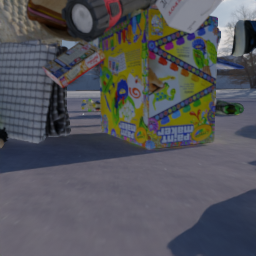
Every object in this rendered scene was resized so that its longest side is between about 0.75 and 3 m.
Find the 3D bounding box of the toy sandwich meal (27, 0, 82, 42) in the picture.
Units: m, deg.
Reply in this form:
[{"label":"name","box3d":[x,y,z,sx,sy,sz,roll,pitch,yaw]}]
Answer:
[{"label":"toy sandwich meal","box3d":[-1.598,-3.238,7.563,2.132,2.132,0.730,-2,-27,-15]}]

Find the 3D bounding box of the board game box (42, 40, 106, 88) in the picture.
[{"label":"board game box","box3d":[-1.059,-1.264,5.420,1.017,0.236,0.771,-38,44,-14]}]

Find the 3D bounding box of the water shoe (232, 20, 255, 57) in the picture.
[{"label":"water shoe","box3d":[3.735,-2.759,8.251,1.020,0.924,2.584,11,33,24]}]

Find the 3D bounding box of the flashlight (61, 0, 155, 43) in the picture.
[{"label":"flashlight","box3d":[-0.275,-2.902,6.579,2.873,0.973,0.976,-48,1,-44]}]

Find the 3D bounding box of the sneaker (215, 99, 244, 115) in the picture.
[{"label":"sneaker","box3d":[4.656,-1.025,13.826,1.873,0.731,0.798,5,10,32]}]

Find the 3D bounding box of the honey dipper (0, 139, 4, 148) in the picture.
[{"label":"honey dipper","box3d":[-3.127,0.373,5.074,0.344,0.344,1.811,5,5,34]}]

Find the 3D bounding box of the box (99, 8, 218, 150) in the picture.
[{"label":"box","box3d":[0.527,-1.088,6.803,1.697,2.679,2.781,-4,9,-25]}]

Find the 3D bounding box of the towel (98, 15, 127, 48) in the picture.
[{"label":"towel","box3d":[-0.519,-3.131,10.040,1.249,2.238,0.543,-1,4,37]}]

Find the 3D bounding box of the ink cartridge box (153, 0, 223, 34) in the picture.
[{"label":"ink cartridge box","box3d":[0.708,-1.983,3.645,0.498,1.181,0.854,-1,-33,-38]}]

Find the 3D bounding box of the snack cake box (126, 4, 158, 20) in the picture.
[{"label":"snack cake box","box3d":[0.532,-3.636,10.137,0.998,1.708,2.971,-14,21,-40]}]

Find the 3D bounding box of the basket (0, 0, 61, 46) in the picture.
[{"label":"basket","box3d":[-3.299,-3.015,9.039,1.514,2.234,1.378,-24,-20,-34]}]

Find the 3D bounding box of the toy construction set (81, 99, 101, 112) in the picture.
[{"label":"toy construction set","box3d":[-1.691,-1.359,16.239,1.905,0.878,1.249,-16,13,-24]}]

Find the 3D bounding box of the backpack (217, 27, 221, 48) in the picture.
[{"label":"backpack","box3d":[2.326,-3.198,10.004,1.149,1.559,1.707,-11,42,-13]}]

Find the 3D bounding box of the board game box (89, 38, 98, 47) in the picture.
[{"label":"board game box","box3d":[-1.492,-4.320,12.225,1.447,2.153,0.368,8,25,40]}]

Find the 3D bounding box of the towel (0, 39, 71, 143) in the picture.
[{"label":"towel","box3d":[-2.661,-0.929,7.158,2.825,2.340,1.209,6,2,34]}]

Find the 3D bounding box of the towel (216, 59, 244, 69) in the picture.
[{"label":"towel","box3d":[2.700,-1.989,8.898,1.139,0.185,1.551,6,8,-26]}]

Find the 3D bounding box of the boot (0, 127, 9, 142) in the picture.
[{"label":"boot","box3d":[-3.151,0.209,5.832,1.070,0.396,0.877,-10,-3,13]}]
